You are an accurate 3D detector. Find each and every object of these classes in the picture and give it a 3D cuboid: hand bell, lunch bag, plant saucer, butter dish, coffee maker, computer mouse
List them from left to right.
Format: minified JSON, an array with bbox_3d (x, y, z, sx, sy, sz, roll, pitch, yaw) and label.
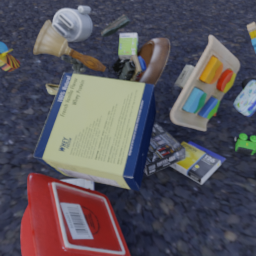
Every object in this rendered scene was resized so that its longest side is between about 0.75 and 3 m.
[{"bbox_3d":[-1.588,2.867,6.937,2.060,2.779,2.787,-47,42,15],"label":"butter dish"},{"bbox_3d":[-1.797,-2.462,9.290,2.281,1.188,1.188,25,40,-14],"label":"hand bell"},{"bbox_3d":[-0.366,-3.471,14.989,1.039,0.728,1.081,12,42,14],"label":"coffee maker"},{"bbox_3d":[0.450,-2.063,10.208,0.466,2.904,2.904,27,37,-20],"label":"plant saucer"},{"bbox_3d":[3.638,-0.863,8.294,0.410,0.995,0.800,28,21,-13],"label":"lunch bag"},{"bbox_3d":[4.176,-1.095,9.040,0.928,1.321,0.304,-5,51,20],"label":"computer mouse"}]

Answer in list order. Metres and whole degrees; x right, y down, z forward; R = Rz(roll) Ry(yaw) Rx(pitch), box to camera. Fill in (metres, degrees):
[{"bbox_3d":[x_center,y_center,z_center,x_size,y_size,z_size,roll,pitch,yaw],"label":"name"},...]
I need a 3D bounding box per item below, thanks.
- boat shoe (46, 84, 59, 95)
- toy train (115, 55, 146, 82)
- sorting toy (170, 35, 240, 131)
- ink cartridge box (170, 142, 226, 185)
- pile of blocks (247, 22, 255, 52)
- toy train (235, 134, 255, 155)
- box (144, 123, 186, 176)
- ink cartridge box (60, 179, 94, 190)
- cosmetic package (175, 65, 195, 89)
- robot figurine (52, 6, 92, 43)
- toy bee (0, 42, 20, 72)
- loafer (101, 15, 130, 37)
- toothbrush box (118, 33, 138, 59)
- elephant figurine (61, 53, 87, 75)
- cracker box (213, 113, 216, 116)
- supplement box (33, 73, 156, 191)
[{"bbox_3d":[-2.150,-1.194,8.709,0.914,0.288,0.334,13,53,26],"label":"boat shoe"},{"bbox_3d":[0.042,-1.519,8.245,0.670,0.499,2.925,-17,0,-7],"label":"toy train"},{"bbox_3d":[2.446,-1.140,8.382,0.467,2.558,2.368,32,14,37],"label":"sorting toy"},{"bbox_3d":[2.396,1.090,9.991,1.570,0.373,1.588,28,51,36],"label":"ink cartridge box"},{"bbox_3d":[4.338,-2.342,8.634,0.627,2.018,0.828,-20,17,35],"label":"pile of blocks"},{"bbox_3d":[5.253,0.816,10.278,2.603,0.543,0.734,12,53,13],"label":"toy train"},{"bbox_3d":[0.870,0.683,10.116,1.561,0.493,1.980,-21,37,-17],"label":"box"},{"bbox_3d":[-1.676,2.158,8.923,1.211,0.262,1.189,-3,41,-6],"label":"ink cartridge box"},{"bbox_3d":[2.617,-1.521,10.209,1.598,0.840,0.568,27,8,-17],"label":"cosmetic package"},{"bbox_3d":[-2.025,-3.803,10.427,1.134,1.702,2.007,46,21,-5],"label":"robot figurine"},{"bbox_3d":[-4.162,-2.220,8.596,1.652,1.081,0.898,27,42,-27],"label":"toy bee"},{"bbox_3d":[-0.493,-3.611,9.919,1.120,0.403,0.352,-29,83,-3],"label":"loafer"},{"bbox_3d":[0.007,-3.072,10.557,0.651,0.385,0.894,1,78,8],"label":"toothbrush box"},{"bbox_3d":[-2.147,-2.794,11.513,0.751,1.062,0.824,-17,43,12],"label":"elephant figurine"},{"bbox_3d":[3.786,-0.994,12.276,0.246,0.571,0.852,11,42,13],"label":"cracker box"},{"bbox_3d":[-0.728,0.126,7.758,2.553,1.715,2.555,9,68,12],"label":"supplement box"}]
